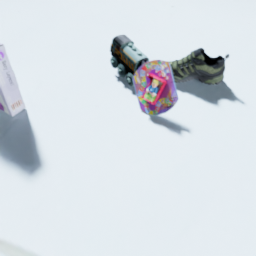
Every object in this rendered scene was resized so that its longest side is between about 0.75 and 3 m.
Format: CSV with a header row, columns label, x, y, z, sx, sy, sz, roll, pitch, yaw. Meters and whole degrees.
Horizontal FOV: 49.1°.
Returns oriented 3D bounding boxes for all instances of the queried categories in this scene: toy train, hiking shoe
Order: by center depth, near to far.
label,x,y,z,sx,sy,sz,roll,pitch,yaw
toy train,0.073,-2.569,10.740,0.947,1.266,2.221,-23,57,-29
hiking shoe,2.372,-2.507,10.743,2.754,1.386,1.043,4,47,4

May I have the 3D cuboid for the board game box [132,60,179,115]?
label,x,y,z,sx,sy,sz,roll,pitch,yaw
board game box,0.815,-1.354,9.417,1.480,1.873,0.365,-16,-5,30

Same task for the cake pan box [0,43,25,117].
label,x,y,z,sx,sy,sz,roll,pitch,yaw
cake pan box,-4.776,-1.933,9.338,2.463,2.674,0.700,25,51,21
